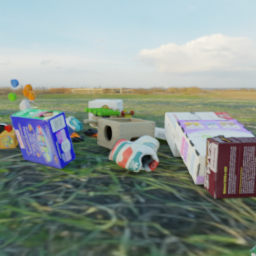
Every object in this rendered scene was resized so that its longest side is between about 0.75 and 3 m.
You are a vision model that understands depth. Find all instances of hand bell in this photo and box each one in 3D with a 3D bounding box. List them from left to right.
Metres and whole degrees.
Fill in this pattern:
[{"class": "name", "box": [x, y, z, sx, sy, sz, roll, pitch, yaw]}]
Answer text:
[{"class": "hand bell", "box": [-0.723, -0.726, 17.958, 1.157, 1.157, 2.221, 8, -1, 44]}]

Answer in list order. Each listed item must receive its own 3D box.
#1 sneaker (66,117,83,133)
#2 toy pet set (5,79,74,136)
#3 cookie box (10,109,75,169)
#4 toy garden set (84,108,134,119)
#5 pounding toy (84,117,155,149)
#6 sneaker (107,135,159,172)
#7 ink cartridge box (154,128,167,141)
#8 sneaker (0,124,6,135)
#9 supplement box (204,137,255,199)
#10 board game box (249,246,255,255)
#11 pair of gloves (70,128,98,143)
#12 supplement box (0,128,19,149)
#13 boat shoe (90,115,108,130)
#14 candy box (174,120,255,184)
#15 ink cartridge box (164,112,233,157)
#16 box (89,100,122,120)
[{"class": "sneaker", "box": [-2.567, -0.049, 13.384, 0.829, 0.806, 2.081, 11, 7, -6]}, {"class": "toy pet set", "box": [-3.097, -0.399, 10.070, 2.194, 2.350, 1.248, 37, 38, 13]}, {"class": "cookie box", "box": [-2.523, 0.266, 8.253, 1.766, 1.511, 0.664, 7, 27, 35]}, {"class": "toy garden set", "box": [-1.104, -0.817, 16.312, 2.152, 0.515, 2.582, -4, 10, -27]}, {"class": "pounding toy", "box": [-0.610, 0.217, 10.112, 2.107, 1.097, 2.398, -3, 8, -34]}, {"class": "sneaker", "box": [0.461, 0.831, 8.004, 1.098, 0.827, 2.349, 34, 16, 26]}, {"class": "ink cartridge box", "box": [1.676, 0.370, 11.940, 1.493, 0.465, 1.855, 12, -6, 43]}, {"class": "sneaker", "box": [-6.160, 0.205, 12.404, 1.684, 0.589, 0.758, -2, 16, 7]}, {"class": "supplement box", "box": [2.820, 0.814, 6.027, 2.206, 1.200, 0.672, 0, 9, -6]}, {"class": "board game box", "box": [2.440, 1.654, 3.943, 1.572, 0.184, 0.824, -8, 14, -43]}, {"class": "pair of gloves", "box": [-2.022, 0.288, 12.570, 2.342, 0.290, 2.086, -5, 10, -32]}, {"class": "supplement box", "box": [-4.603, 0.370, 11.075, 0.585, 0.566, 1.702, -2, 8, -14]}, {"class": "boat shoe", "box": [-1.557, -0.368, 15.335, 0.903, 0.753, 2.419, -4, 7, -16]}, {"class": "candy box", "box": [2.416, 0.541, 7.490, 1.887, 0.805, 2.249, 0, 23, -4]}, {"class": "ink cartridge box", "box": [2.519, 0.182, 9.663, 2.283, 0.946, 1.676, 0, 26, -5]}, {"class": "box", "box": [-1.494, -1.225, 19.159, 1.974, 1.290, 1.963, 1, 9, 10]}]
